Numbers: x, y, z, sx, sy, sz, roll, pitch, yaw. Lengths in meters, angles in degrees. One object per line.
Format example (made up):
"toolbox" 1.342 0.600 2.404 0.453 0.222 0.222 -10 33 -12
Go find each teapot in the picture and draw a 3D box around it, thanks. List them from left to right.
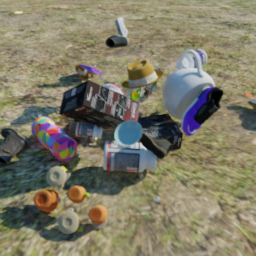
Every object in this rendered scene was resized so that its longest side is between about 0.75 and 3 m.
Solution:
"teapot" 2.121 -1.533 10.828 2.204 2.176 1.610 -41 57 9

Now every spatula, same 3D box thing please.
"spatula" -1.136 -2.248 12.740 0.799 0.291 2.828 38 5 31

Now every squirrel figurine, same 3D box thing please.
"squirrel figurine" -2.224 -3.135 15.067 1.077 0.816 1.153 -16 40 -33

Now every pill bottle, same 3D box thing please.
"pill bottle" -1.212 0.107 8.730 0.770 0.446 0.446 9 35 -1
"pill bottle" 0.056 0.916 8.799 1.610 0.933 0.933 4 35 -1
"pill bottle" 2.569 -2.714 11.413 1.215 0.703 0.703 -28 43 -29

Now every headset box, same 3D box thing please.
"headset box" -0.810 -0.577 8.750 2.130 0.822 1.585 21 -19 -35
"headset box" 0.812 0.232 10.157 1.888 0.729 1.405 -8 36 -13

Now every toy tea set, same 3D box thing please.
"toy tea set" -1.539 2.072 7.548 2.141 0.792 1.273 37 80 17

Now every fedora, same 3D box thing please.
"fedora" 0.444 -1.974 9.986 1.698 0.692 1.698 -14 25 6

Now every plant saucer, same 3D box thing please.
"plant saucer" 0.021 0.170 7.557 0.794 0.153 0.794 -10 59 16

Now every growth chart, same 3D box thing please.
"growth chart" 0.540 -1.418 10.881 1.685 1.219 0.149 -33 52 -23

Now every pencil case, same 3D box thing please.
"pencil case" -2.636 0.324 9.923 0.927 0.927 2.099 -26 44 -32

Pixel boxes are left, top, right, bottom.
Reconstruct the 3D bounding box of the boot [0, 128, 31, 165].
"boot" -4.315 0.627 9.783 1.503 0.520 1.309 20 38 22

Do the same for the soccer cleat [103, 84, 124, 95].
"soccer cleat" -0.696 -1.252 11.988 1.111 0.899 2.574 5 27 -39

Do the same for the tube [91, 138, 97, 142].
"tube" -1.257 0.204 10.632 0.232 0.208 0.800 25 36 -13

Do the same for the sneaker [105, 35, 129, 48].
"sneaker" -0.688 -3.568 11.581 0.765 0.538 1.440 -16 20 -35

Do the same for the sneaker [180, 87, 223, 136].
"sneaker" 2.558 -0.590 9.478 1.981 0.689 0.985 -59 24 -7

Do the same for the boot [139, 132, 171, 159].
"boot" 0.812 0.409 8.502 1.000 0.387 0.692 46 40 0

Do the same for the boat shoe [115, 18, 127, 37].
"boat shoe" -0.240 -4.843 14.141 0.451 1.380 0.508 -29 29 -26

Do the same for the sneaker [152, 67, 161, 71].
"sneaker" 1.155 -2.985 14.963 1.338 0.610 0.519 -3 34 -4

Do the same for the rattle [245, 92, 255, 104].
"rattle" 6.637 -0.690 11.747 2.994 2.139 1.949 -6 -1 17

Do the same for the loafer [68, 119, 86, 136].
"loafer" -1.739 -0.306 10.907 0.682 0.605 1.793 13 31 7
